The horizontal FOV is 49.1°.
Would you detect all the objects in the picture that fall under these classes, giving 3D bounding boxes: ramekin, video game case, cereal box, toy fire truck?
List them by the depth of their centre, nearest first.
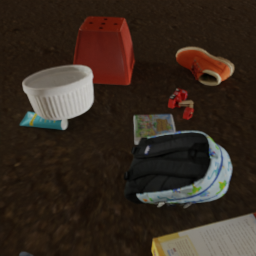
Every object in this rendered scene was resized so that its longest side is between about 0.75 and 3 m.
[{"bbox_3d":[2.191,2.998,5.750,2.938,0.581,2.114,-9,41,-11],"label":"cereal box"},{"bbox_3d":[0.892,0.024,9.556,1.375,0.167,1.511,-2,36,1],"label":"video game case"},{"bbox_3d":[-2.320,-1.227,9.761,2.355,1.236,2.355,-6,28,4],"label":"ramekin"},{"bbox_3d":[2.090,-0.952,10.678,1.017,0.351,1.442,20,41,19],"label":"toy fire truck"}]

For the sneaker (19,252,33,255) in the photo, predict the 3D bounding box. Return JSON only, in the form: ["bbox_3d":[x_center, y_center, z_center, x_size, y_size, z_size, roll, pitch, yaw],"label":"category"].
[{"bbox_3d":[-1.927,3.063,5.798,1.237,0.434,0.508,21,41,25],"label":"sneaker"}]

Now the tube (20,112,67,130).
[{"bbox_3d":[-2.957,-0.235,9.823,1.651,0.416,0.639,7,47,16],"label":"tube"}]

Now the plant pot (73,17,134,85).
[{"bbox_3d":[-1.061,-3.525,12.341,2.495,2.199,2.492,4,39,5],"label":"plant pot"}]

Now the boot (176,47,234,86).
[{"bbox_3d":[3.117,-2.716,12.373,2.673,1.003,1.433,27,52,27],"label":"boot"}]

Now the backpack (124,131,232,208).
[{"bbox_3d":[1.268,0.984,6.879,1.842,2.395,1.954,31,55,-20],"label":"backpack"}]
